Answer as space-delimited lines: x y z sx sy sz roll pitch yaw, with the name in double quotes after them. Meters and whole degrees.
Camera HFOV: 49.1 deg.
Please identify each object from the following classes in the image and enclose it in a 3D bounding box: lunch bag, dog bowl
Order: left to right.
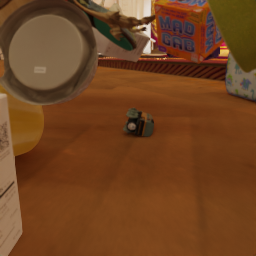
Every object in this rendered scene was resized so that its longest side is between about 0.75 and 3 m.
-1.175 -1.075 4.188 1.579 1.579 0.463 3 -6 9 "dog bowl"
5.047 -2.323 10.999 1.199 2.337 2.908 -4 16 -10 "lunch bag"

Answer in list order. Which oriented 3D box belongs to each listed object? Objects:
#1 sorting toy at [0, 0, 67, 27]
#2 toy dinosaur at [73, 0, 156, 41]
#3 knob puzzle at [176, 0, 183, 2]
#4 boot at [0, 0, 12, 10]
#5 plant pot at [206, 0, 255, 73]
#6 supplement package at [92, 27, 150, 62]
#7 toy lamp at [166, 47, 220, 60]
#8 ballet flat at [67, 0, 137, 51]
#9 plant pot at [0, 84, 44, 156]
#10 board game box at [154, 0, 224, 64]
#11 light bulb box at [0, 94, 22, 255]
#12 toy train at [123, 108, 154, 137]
-2.346 -2.902 6.424 0.919 2.639 2.623 -22 -9 -39 "sorting toy"
-0.308 -2.459 6.421 2.075 0.604 1.049 5 32 -15 "toy dinosaur"
0.836 -2.618 4.555 0.176 1.268 1.268 14 21 25 "knob puzzle"
-3.149 -2.007 3.900 2.815 0.989 2.058 -13 13 10 "boot"
2.400 -2.179 3.775 2.297 2.149 2.149 -19 4 33 "plant pot"
-0.322 -3.226 10.097 1.114 1.073 1.958 47 29 24 "supplement package"
1.859 -2.266 8.188 0.531 0.531 1.825 -11 20 -33 "toy lamp"
-0.747 -3.131 7.613 2.737 1.016 1.016 33 23 6 "ballet flat"
-2.562 -0.132 4.795 1.943 1.943 1.828 9 3 28 "plant pot"
1.483 -2.447 6.504 1.195 1.196 1.195 30 59 35 "board game box"
-1.720 0.640 2.273 1.021 1.636 1.622 1 16 2 "light bulb box"
0.285 -0.144 7.001 0.706 0.528 1.239 13 15 2 "toy train"
